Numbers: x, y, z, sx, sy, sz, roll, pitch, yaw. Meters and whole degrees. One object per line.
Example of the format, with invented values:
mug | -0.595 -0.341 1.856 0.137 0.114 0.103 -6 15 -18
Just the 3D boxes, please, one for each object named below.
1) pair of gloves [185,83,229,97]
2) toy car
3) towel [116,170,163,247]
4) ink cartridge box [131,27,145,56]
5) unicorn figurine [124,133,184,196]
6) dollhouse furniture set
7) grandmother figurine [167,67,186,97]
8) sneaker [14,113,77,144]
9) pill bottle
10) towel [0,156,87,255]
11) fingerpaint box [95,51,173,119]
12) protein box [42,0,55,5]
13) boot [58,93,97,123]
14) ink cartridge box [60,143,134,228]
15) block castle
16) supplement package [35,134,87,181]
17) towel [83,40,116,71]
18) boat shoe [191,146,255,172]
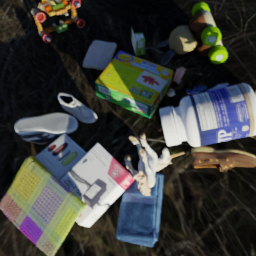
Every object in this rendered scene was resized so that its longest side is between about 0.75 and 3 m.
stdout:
pair of gloves | 3.057 -1.448 10.975 1.783 0.203 1.433 -2 21 33
toy car | 2.656 -3.777 12.501 2.707 2.135 2.223 -22 50 21
towel | 0.393 2.423 8.758 1.260 0.548 2.257 7 57 6
ink cartridge box | 0.439 -4.029 12.897 0.422 0.824 1.114 -10 57 -6
unicorn figurine | 0.634 1.005 8.388 0.911 1.693 2.466 -9 33 37
dollhouse furniture set | 4.339 -1.202 9.979 2.870 2.538 1.596 37 63 21
grandmother figurine | 1.944 -1.854 11.483 0.376 0.753 1.242 25 91 1
sneaker | -2.842 0.048 10.079 2.212 0.878 0.868 -2 56 5
pill bottle | 2.602 -0.316 9.303 2.912 1.743 1.743 -13 56 10
towel | -2.673 2.280 8.453 2.702 0.308 1.940 32 90 26
fingerpaint box | 0.256 -1.796 11.353 2.469 0.906 2.060 24 60 14
protein box | -4.140 -7.103 14.812 0.712 1.048 1.056 2 56 1
boot | -1.883 -0.719 10.143 1.549 0.740 0.570 26 74 16
ink cartridge box | -1.097 1.781 8.708 2.076 0.875 1.503 -45 66 -9
block castle | -3.247 -5.182 13.270 2.287 1.528 1.073 -31 56 -19
supplement package | -2.150 1.128 9.388 1.203 0.925 1.258 37 64 22
towel | -1.266 -3.331 12.747 1.168 0.304 1.762 10 57 7
boat shoe | 3.232 1.164 9.513 2.191 0.789 0.740 6 64 8
